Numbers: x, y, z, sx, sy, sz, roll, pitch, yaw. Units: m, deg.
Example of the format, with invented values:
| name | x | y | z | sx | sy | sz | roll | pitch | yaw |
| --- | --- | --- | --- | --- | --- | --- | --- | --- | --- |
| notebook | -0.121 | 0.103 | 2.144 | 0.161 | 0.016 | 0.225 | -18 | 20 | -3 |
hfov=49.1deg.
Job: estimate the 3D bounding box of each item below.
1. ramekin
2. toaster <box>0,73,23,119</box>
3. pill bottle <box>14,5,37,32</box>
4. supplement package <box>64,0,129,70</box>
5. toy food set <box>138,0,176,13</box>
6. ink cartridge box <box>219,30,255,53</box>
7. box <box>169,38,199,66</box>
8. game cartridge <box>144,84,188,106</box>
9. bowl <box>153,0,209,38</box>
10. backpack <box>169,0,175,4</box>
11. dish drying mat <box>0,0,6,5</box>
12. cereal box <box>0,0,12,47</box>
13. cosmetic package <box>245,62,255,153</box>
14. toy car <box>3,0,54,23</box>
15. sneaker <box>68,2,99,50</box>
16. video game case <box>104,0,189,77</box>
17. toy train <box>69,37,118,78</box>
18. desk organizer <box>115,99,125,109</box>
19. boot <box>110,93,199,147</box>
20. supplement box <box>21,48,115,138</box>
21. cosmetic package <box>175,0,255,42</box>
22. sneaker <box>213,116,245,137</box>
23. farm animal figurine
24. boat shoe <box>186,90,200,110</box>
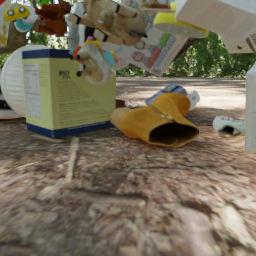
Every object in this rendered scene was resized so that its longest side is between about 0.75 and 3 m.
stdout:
| name | x | y | z | sx | sy | sz | roll | pitch | yaw |
| --- | --- | --- | --- | --- | --- | --- | --- | --- | --- |
| ramekin | -2.676 | -1.446 | 9.204 | 1.322 | 2.518 | 2.518 | 12 | 17 | 43 |
| toaster | -4.698 | -1.163 | 9.929 | 1.885 | 1.658 | 2.918 | 15 | 10 | 40 |
| pill bottle | -3.417 | -3.563 | 9.253 | 0.560 | 0.560 | 1.011 | -9 | -5 | -35 |
| supplement package | -1.107 | -3.800 | 11.403 | 1.610 | 2.656 | 1.591 | -13 | 38 | 19 |
| toy food set | 0.479 | -2.417 | 4.926 | 0.617 | 0.860 | 0.260 | -5 | -12 | -18 |
| ink cartridge box | 3.341 | -3.137 | 7.550 | 1.122 | 1.987 | 2.707 | -34 | 15 | 3 |
| box | 2.227 | -3.668 | 10.816 | 2.510 | 0.940 | 1.257 | -42 | 11 | 34 |
| game cartridge | 1.544 | -1.306 | 11.901 | 1.483 | 0.439 | 2.288 | -38 | 15 | 2 |
| bowl | 1.207 | -2.432 | 6.093 | 1.228 | 0.661 | 1.228 | 12 | 11 | -2 |
| backpack | 1.331 | -3.364 | 7.181 | 1.283 | 1.209 | 1.572 | -30 | 35 | -25 |
| dish drying mat | -2.125 | -2.399 | 4.902 | 1.989 | 0.181 | 0.764 | 9 | 52 | 51 |
| cereal box | -3.835 | -3.568 | 8.050 | 0.393 | 1.990 | 1.432 | 0 | -15 | -2 |
| cosmetic package | 3.368 | -0.487 | 5.761 | 1.500 | 1.803 | 1.509 | 10 | 33 | 36 |
| toy car | -2.442 | -3.480 | 7.757 | 1.761 | 0.393 | 1.657 | -20 | -1 | -43 |
| sneaker | -1.740 | -3.263 | 10.318 | 1.040 | 2.815 | 1.116 | -25 | 66 | -41 |
| video game case | 0.647 | -3.123 | 9.494 | 2.403 | 2.640 | 0.313 | 24 | 54 | -9 |
| toy train | -0.766 | -1.543 | 6.264 | 1.095 | 0.823 | 0.305 | 27 | -29 | -21 |
| desk organizer | -0.876 | -0.697 | 10.011 | 0.661 | 0.709 | 1.842 | -10 | 16 | -37 |
| boot | 1.171 | -0.184 | 7.455 | 2.952 | 1.039 | 2.113 | -12 | 23 | -31 |
| supplement box | -1.674 | -1.103 | 8.226 | 1.518 | 2.259 | 2.262 | 12 | 17 | 43 |
| cosmetic package | 1.738 | -2.251 | 5.278 | 1.498 | 0.534 | 0.760 | 15 | -19 | -11 |
| sneaker | 3.029 | 0.022 | 7.412 | 1.483 | 0.557 | 0.601 | 0 | 25 | 14 |
| farm animal figurine | -0.469 | -2.428 | 5.297 | 1.296 | 2.485 | 2.457 | -13 | 63 | -53 |
| boat shoe | 2.457 | -1.161 | 12.249 | 0.757 | 0.796 | 2.210 | -25 | 8 | 35 |
